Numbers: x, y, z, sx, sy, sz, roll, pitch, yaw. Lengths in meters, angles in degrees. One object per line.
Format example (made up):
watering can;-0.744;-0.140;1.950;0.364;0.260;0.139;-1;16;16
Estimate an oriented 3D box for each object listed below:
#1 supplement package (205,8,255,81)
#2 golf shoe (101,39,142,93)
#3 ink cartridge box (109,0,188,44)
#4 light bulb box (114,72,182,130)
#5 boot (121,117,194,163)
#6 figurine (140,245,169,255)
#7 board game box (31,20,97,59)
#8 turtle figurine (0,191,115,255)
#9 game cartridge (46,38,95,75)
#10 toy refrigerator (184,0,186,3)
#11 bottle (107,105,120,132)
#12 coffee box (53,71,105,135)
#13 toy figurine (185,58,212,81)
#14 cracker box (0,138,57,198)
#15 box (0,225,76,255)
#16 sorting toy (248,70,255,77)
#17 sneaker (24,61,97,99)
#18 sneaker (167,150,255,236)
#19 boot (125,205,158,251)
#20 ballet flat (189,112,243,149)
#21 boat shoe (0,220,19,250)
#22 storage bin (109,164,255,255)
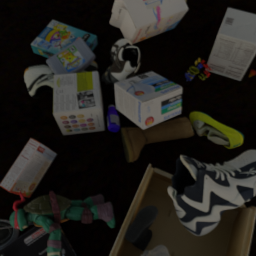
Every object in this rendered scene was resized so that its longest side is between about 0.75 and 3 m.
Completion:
supplement package;3.815;-2.950;10.054;1.391;1.846;1.401;20;63;11
golf shoe;0.022;-2.443;9.776;1.099;1.336;2.828;33;41;-24
ink cartridge box;0.632;-4.445;10.760;2.543;1.635;1.592;-25;89;-12
light bulb box;0.557;-0.830;7.976;1.399;0.881;1.411;-23;38;-25
boot;0.920;0.257;8.522;2.195;0.726;1.922;-8;25;-3
figurine;0.267;3.443;5.716;0.746;1.690;1.732;-4;82;31
board game box;-2.488;-3.297;11.030;2.055;0.482;1.552;23;64;12
turtle figurine;-1.846;2.329;7.045;2.779;1.399;2.080;-7;20;-19
game cartridge;-1.916;-2.293;9.526;1.488;0.301;0.992;-36;80;-7
toy refrigerator;1.805;-5.518;12.259;1.384;0.484;0.525;-17;56;-10
bottle;-0.513;-0.325;9.391;0.402;0.314;0.962;12;51;-29
coffee box;-1.577;-0.774;9.079;1.445;1.459;1.461;-6;62;-3
toy figurine;2.394;-1.871;10.096;0.713;0.810;1.352;46;41;0
cracker box;-2.807;1.166;8.007;0.436;1.014;1.513;25;75;21
box;-2.363;3.993;6.981;2.515;0.625;2.496;-31;67;-16
sorting toy;4.804;-1.834;10.409;0.272;0.274;0.789;-45;66;3
sneaker;-2.316;-1.686;10.013;2.609;0.987;1.144;-13;76;-2
sneaker;2.179;1.145;7.141;2.869;1.867;1.145;-38;23;-4
boot;0.463;2.593;7.171;1.049;1.273;0.418;-44;54;-12
ballet flat;2.569;0.073;8.758;0.682;0.680;2.034;-33;44;-25
boat shoe;-4.316;2.954;7.461;2.590;0.733;0.889;-7;62;-4
storage bin;1.399;2.748;7.202;2.904;1.361;2.884;21;62;11
